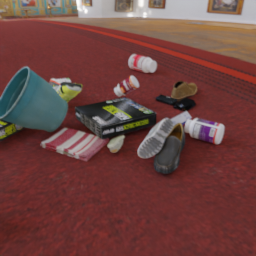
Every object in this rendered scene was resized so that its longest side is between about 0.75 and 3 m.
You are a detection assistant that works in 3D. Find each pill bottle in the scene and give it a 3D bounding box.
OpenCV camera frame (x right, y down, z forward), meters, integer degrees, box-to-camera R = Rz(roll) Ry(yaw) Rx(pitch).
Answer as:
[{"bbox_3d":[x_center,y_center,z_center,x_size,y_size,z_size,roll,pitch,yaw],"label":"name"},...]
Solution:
[{"bbox_3d":[1.007,-4.410,19.372,1.851,1.039,1.039,25,37,36],"label":"pill bottle"},{"bbox_3d":[-0.100,-2.056,14.072,1.169,0.660,0.660,-29,19,24],"label":"pill bottle"},{"bbox_3d":[3.048,0.097,11.275,1.448,0.814,0.814,17,33,28],"label":"pill bottle"}]

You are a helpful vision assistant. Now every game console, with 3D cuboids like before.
[{"bbox_3d":[2.425,-1.380,14.627,2.040,0.246,1.203,22,35,32],"label":"game console"}]

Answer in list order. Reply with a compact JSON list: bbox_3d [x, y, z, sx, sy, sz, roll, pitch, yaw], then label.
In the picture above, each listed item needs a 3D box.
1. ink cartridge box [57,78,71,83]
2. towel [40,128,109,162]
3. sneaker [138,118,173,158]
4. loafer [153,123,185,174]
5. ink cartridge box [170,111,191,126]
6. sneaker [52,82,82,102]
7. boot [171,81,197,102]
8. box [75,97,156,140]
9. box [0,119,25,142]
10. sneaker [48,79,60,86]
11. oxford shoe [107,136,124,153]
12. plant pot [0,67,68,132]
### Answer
[{"bbox_3d":[-3.940,-2.676,16.858,0.910,0.382,0.659,-10,30,-17],"label":"ink cartridge box"},{"bbox_3d":[-2.098,0.554,11.041,2.232,0.254,1.608,13,30,23],"label":"towel"},{"bbox_3d":[0.956,0.422,10.070,1.722,0.644,0.706,-46,8,-16],"label":"sneaker"},{"bbox_3d":[1.499,0.683,10.092,0.915,0.908,2.513,10,31,15],"label":"loafer"},{"bbox_3d":[1.773,-0.080,11.546,1.778,0.836,0.393,-26,76,-39],"label":"ink cartridge box"},{"bbox_3d":[-2.984,-1.599,13.518,1.004,1.018,2.664,6,-5,-34],"label":"sneaker"},{"bbox_3d":[3.185,-2.226,15.527,0.864,0.886,2.348,18,32,34],"label":"boot"},{"bbox_3d":[-0.607,-0.543,12.476,2.702,0.665,2.798,-12,26,-28],"label":"box"},{"bbox_3d":[-6.113,-0.112,11.896,2.650,0.587,2.123,15,32,26],"label":"box"},{"bbox_3d":[-3.834,-2.019,15.521,2.143,0.826,0.877,24,63,39],"label":"sneaker"},{"bbox_3d":[-0.438,0.616,10.814,0.523,0.402,1.391,-23,9,17],"label":"oxford shoe"},{"bbox_3d":[-3.692,-0.926,11.222,2.104,2.239,2.239,32,7,-38],"label":"plant pot"}]
